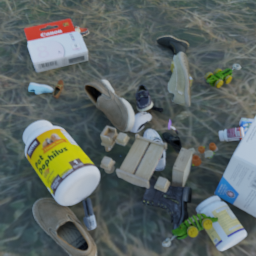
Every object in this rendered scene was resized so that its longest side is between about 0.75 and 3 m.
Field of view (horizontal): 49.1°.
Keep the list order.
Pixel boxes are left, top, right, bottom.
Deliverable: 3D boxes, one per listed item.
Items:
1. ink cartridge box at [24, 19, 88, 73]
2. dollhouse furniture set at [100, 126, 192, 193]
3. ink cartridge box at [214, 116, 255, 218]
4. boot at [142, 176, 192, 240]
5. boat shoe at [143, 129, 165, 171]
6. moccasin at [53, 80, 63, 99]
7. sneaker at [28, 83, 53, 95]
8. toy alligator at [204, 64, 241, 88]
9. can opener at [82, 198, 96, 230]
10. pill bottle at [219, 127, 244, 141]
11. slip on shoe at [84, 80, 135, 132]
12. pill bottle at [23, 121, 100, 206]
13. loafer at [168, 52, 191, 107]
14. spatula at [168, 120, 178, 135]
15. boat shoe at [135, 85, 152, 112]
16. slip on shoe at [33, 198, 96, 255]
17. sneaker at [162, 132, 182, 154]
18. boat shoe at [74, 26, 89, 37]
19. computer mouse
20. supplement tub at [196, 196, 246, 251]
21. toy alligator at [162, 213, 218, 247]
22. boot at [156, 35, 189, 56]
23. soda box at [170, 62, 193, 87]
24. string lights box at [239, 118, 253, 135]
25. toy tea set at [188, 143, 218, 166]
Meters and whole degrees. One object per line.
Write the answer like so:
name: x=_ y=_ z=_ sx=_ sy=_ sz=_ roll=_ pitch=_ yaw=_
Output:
ink cartridge box: x=-3.447 y=-4.090 z=12.985 sx=2.431 sy=0.853 sz=2.991 roll=-17 pitch=67 yaw=-14
dollhouse furniture set: x=0.354 y=1.162 z=8.677 sx=2.837 sy=1.256 sz=1.471 roll=18 pitch=56 yaw=20
ink cartridge box: x=4.303 y=1.390 z=7.841 sx=2.761 sy=2.032 sz=1.997 roll=29 pitch=52 yaw=22
boot: x=1.037 y=2.258 z=8.084 sx=1.401 sy=0.557 sz=1.610 roll=4 pitch=62 yaw=29
boat shoe: x=0.935 y=0.578 z=9.374 sx=0.670 sy=0.595 sz=1.820 roll=-3 pitch=41 yaw=-12
moccasin: x=-2.842 y=-1.598 z=11.326 sx=0.302 sy=0.319 sz=0.826 roll=22 pitch=71 yaw=2
sneaker: x=-3.571 y=-1.515 z=11.431 sx=1.037 sy=0.383 sz=0.425 roll=11 pitch=70 yaw=11
toy alligator: x=4.001 y=-2.136 z=11.833 sx=2.172 sy=0.522 sz=0.720 roll=-24 pitch=54 yaw=-28
can opener: x=-1.132 y=2.398 z=7.897 sx=0.268 sy=0.336 sz=1.006 roll=-25 pitch=44 yaw=2
pill bottle: x=3.590 y=0.239 z=9.726 sx=0.784 sy=0.430 sz=0.430 roll=-9 pitch=46 yaw=27
slip on shoe: x=-0.743 y=-0.864 z=10.217 sx=0.860 sy=1.079 sz=2.838 roll=-2 pitch=43 yaw=-34
pill bottle: x=-2.160 y=0.959 z=8.602 sx=1.462 sy=1.462 sz=2.676 roll=-32 pitch=57 yaw=-24
loafer: x=1.810 y=-1.625 z=10.037 sx=0.797 sy=2.333 sz=0.883 roll=-3 pitch=48 yaw=15
spatula: x=1.562 y=0.028 z=9.687 sx=0.107 sy=1.043 sz=0.295 roll=6 pitch=72 yaw=34
boat shoe: x=0.545 y=-1.149 z=10.591 sx=0.619 sy=0.558 sz=1.722 roll=-18 pitch=26 yaw=12
slip on shoe: x=-1.790 y=2.691 z=7.653 sx=0.907 sy=0.723 sz=2.385 roll=-35 pitch=59 yaw=-26
sneaker: x=1.522 y=0.383 z=9.667 sx=0.376 sy=0.564 sz=0.985 roll=-28 pitch=51 yaw=-11
boat shoe: x=-2.684 y=-4.893 z=14.130 sx=1.406 sy=0.440 sz=0.500 roll=-9 pitch=50 yaw=-9
computer mouse: x=0.563 y=-0.405 z=10.431 sx=0.853 sy=0.341 sz=1.555 roll=27 pitch=55 yaw=28
supplement tub: x=2.492 y=2.580 z=7.628 sx=0.882 sy=0.882 sz=1.213 roll=-19 pitch=54 yaw=-15
toy alligator: x=1.530 y=2.541 z=7.159 sx=1.587 sy=0.526 sz=0.381 roll=-26 pitch=94 yaw=-2
boot: x=2.041 y=-3.776 z=13.147 sx=1.548 sy=0.599 sz=1.070 roll=9 pitch=56 yaw=9
soda box: x=2.260 y=-2.284 z=11.950 sx=0.432 sy=0.457 sz=1.349 roll=-12 pitch=52 yaw=-10
string lights box: x=4.343 y=0.170 z=10.009 sx=0.543 sy=0.312 sz=1.057 roll=6 pitch=51 yaw=5
toy tea set: x=2.474 y=0.890 z=9.216 sx=1.026 sy=0.380 sz=0.610 roll=-19 pitch=42 yaw=8
